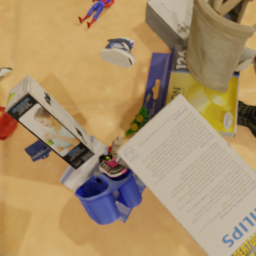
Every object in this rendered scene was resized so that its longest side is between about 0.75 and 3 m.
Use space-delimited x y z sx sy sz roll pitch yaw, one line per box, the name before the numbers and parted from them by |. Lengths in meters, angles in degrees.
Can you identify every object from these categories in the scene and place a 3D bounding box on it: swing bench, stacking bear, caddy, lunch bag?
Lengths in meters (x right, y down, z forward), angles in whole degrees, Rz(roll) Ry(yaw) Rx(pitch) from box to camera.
swing bench | 2.496 -2.778 7.274 1.714 2.628 2.642 26 74 15
stacking bear | -4.444 -0.609 8.328 2.453 1.395 1.490 33 68 1
caddy | -0.543 1.537 6.966 1.382 1.955 1.026 -30 98 -23
lunch bag | -2.357 0.599 7.534 0.541 0.796 0.527 -40 102 -38

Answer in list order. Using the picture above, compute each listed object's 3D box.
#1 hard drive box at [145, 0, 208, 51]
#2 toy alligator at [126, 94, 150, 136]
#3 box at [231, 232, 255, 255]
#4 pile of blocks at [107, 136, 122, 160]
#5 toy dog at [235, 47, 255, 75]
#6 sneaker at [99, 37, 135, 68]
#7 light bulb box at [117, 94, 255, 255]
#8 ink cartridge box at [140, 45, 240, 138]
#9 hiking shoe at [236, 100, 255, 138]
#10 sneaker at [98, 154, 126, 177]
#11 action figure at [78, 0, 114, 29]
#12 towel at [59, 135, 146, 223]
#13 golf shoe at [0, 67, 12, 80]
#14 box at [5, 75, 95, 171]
hard drive box | 2.221 -3.997 9.798 2.602 0.999 2.028 -33 72 -12
toy alligator | 0.428 -0.306 8.487 0.395 0.432 1.456 30 97 -8
box | 3.246 2.821 7.359 2.436 0.589 1.929 -36 73 -13
pile of blocks | -0.463 0.643 7.246 0.310 0.410 0.998 10 105 -35
toy dog | 3.560 -1.329 7.288 1.487 2.255 1.086 25 107 -12
sneaker | -0.060 -1.830 6.495 0.841 0.463 1.149 -44 41 -22
light bulb box | 1.398 1.030 6.473 1.753 2.785 2.810 -43 84 0
ink cartridge box | 1.880 -1.218 8.575 2.833 0.666 2.799 7 72 12
hiking shoe | 3.628 -0.449 8.352 2.222 1.118 0.841 34 72 12
sneaker | -0.414 0.836 6.476 0.361 0.978 0.428 -26 108 -30
action figure | -1.041 -4.504 10.321 0.618 0.488 1.888 31 69 14
towel | -0.642 1.409 8.090 2.301 0.274 1.690 30 72 11
golf shoe | -4.349 -1.678 9.285 1.113 0.429 0.490 -22 94 -9
box | -1.985 -0.131 7.326 0.721 2.399 1.399 -39 33 4
